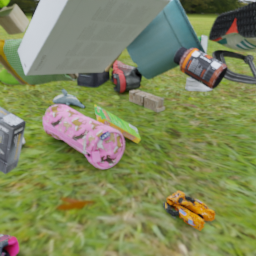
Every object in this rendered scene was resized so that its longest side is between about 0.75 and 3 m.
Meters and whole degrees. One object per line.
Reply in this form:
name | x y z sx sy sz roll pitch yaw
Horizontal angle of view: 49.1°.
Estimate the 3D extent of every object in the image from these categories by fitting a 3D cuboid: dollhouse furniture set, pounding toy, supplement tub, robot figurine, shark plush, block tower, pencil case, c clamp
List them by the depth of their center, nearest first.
robot figurine | 1.265 1.704 5.967 0.760 0.305 1.048 -20 33 -37
dollhouse furniture set | -2.564 -1.468 5.985 1.715 2.618 1.314 3 58 29
supplement tub | 1.778 -1.556 7.059 1.276 0.683 0.683 37 41 22
pencil case | -1.375 0.170 8.127 2.764 1.196 1.144 26 77 41
c clamp | 3.476 -1.730 8.347 1.923 0.305 2.251 5 41 -3
block tower | 0.745 -1.127 11.402 0.447 0.479 1.656 -22 35 -36
shark plush | -2.369 -0.995 11.454 1.368 0.622 0.570 27 53 8
pounding toy | -5.509 -2.960 14.120 1.986 0.922 1.533 -6 44 -13

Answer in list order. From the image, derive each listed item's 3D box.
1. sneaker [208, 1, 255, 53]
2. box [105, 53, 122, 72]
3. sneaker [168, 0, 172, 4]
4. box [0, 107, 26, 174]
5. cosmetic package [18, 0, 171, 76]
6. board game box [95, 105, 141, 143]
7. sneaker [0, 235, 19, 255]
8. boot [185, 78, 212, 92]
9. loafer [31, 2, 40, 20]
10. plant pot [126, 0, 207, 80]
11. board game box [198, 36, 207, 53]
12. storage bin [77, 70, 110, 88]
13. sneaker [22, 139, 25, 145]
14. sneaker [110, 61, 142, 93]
sneaker | 3.603 -2.728 7.924 1.361 1.025 2.911 16 7 -21
box | -0.494 -2.398 8.922 0.108 1.015 0.829 10 61 -27
sneaker | 1.433 -3.673 10.561 1.163 2.924 1.909 -31 73 1
box | -2.816 0.061 5.533 1.504 1.191 0.363 28 32 9
cosmetic package | -0.686 -1.742 4.859 1.760 0.603 2.335 -15 -12 -40
board game box | -0.369 -0.128 8.719 1.645 0.247 0.786 33 17 -22
sneaker | -2.199 2.360 4.065 0.803 0.867 2.150 -2 26 -9
boot | 3.344 -2.064 13.080 1.281 0.612 0.471 -1 27 -3
loafer | -2.826 -3.208 10.138 1.043 2.859 1.020 8 6 39
plant pot | 1.043 -2.452 8.199 1.854 1.893 1.893 -28 19 21
board game box | 2.724 -2.701 10.410 0.176 1.359 1.359 8 19 21
storage bin | -1.744 -2.692 14.134 1.157 0.802 1.711 10 29 19
sneaker | -3.825 0.058 8.772 0.648 0.738 1.843 -20 34 -37
sneaker | -0.114 -2.541 13.553 1.445 1.045 2.957 -5 29 -9
